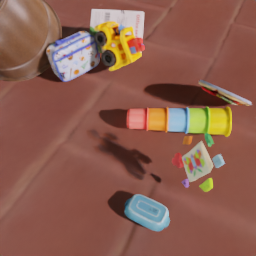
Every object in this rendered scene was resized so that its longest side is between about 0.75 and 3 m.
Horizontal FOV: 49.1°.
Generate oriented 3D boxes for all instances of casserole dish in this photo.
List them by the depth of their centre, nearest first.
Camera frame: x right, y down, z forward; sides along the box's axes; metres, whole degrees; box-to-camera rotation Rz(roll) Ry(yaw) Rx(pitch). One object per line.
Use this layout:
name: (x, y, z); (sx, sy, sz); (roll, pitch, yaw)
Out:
casserole dish: (0.384, 1.646, 5.567); (0.948, 0.184, 0.574); (23, 47, 15)

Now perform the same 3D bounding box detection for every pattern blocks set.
pattern blocks set: (1.307, 0.673, 5.411); (0.105, 1.297, 1.140); (-4, 50, -26)

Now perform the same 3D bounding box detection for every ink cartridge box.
ink cartridge box: (-0.344, -2.997, 8.819); (1.646, 0.694, 1.202); (5, 84, 3)

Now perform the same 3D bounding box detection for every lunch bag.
lunch bag: (-1.551, -2.035, 7.924); (1.453, 1.165, 0.549); (-33, 56, -18)

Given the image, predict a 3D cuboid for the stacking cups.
stacking cups: (1.201, -0.135, 6.860); (2.449, 0.741, 0.741); (-1, 51, 5)

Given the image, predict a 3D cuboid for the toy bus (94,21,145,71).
toy bus: (-0.147, -2.351, 7.652); (1.251, 1.303, 0.884); (-6, 25, 38)

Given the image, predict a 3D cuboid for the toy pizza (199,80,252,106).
toy pizza: (2.461, -0.861, 7.241); (1.459, 0.231, 1.459); (23, 14, -6)

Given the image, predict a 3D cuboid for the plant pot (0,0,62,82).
plant pot: (-3.345, -2.842, 7.012); (2.728, 2.701, 2.728); (0, 85, 1)
